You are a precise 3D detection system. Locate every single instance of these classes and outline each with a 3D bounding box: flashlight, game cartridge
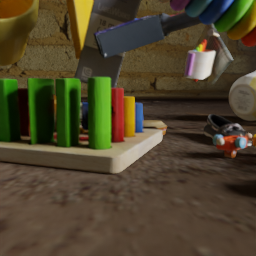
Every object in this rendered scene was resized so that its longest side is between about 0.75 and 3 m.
[{"bbox_3d":[1.971,-3.564,8.854,2.686,0.913,0.909,-6,-3,32],"label":"flashlight"},{"bbox_3d":[-1.226,-3.692,9.433,0.409,2.519,2.221,2,18,27],"label":"game cartridge"}]

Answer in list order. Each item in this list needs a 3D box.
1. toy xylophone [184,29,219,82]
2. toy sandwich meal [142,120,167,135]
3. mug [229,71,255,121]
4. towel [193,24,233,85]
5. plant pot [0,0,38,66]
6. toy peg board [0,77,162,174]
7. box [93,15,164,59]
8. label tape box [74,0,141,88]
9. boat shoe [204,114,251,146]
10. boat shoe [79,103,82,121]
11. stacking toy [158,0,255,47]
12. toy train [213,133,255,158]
[{"bbox_3d":[2.314,-2.206,8.698,0.540,1.575,2.151,16,13,20],"label":"toy xylophone"},{"bbox_3d":[0.498,0.007,6.936,0.947,0.324,0.947,-3,6,0],"label":"toy sandwich meal"},{"bbox_3d":[4.766,-1.257,9.662,2.044,1.994,2.490,-14,-21,-30],"label":"mug"},{"bbox_3d":[2.903,-2.599,10.030,0.310,1.729,1.795,-18,-17,-12],"label":"towel"},{"bbox_3d":[-3.228,-2.566,6.871,1.915,1.915,1.802,-3,-29,-20],"label":"plant pot"},{"bbox_3d":[-0.909,-0.247,5.157,2.608,1.276,2.597,3,9,20],"label":"toy peg board"},{"bbox_3d":[-0.016,-1.342,4.094,0.903,0.356,0.637,-19,25,-3],"label":"box"},{"bbox_3d":[-0.349,-2.501,6.179,0.913,2.884,2.080,14,20,-9],"label":"label tape box"},{"bbox_3d":[2.066,0.021,6.044,0.578,0.492,1.728,-1,8,-5],"label":"boat shoe"},{"bbox_3d":[-0.874,-0.549,9.481,2.203,0.806,0.714,-13,19,-25],"label":"boat shoe"},{"bbox_3d":[1.828,-1.990,4.793,2.630,1.123,1.123,32,4,-9],"label":"stacking toy"},{"bbox_3d":[2.139,0.336,4.264,1.140,0.422,1.518,-7,8,-36],"label":"toy train"}]
